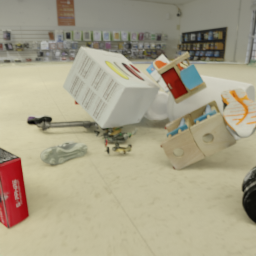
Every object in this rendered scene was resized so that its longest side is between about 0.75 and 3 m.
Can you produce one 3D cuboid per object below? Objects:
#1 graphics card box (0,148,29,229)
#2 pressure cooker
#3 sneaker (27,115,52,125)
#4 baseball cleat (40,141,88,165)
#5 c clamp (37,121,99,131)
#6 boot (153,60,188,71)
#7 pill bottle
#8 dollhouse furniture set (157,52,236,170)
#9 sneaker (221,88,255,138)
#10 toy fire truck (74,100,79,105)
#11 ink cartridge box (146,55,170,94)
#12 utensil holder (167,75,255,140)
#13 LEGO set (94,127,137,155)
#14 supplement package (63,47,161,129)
[{"bbox_3d":[-3.445,1.208,6.949,2.519,1.580,0.641,14,24,38],"label":"graphics card box"},{"bbox_3d":[3.336,1.520,6.589,1.211,1.230,1.377,-2,19,28],"label":"pressure cooker"},{"bbox_3d":[-4.307,-0.300,13.628,1.192,0.451,0.522,-1,39,-5],"label":"sneaker"},{"bbox_3d":[-2.329,0.857,9.791,1.822,0.635,0.969,-4,10,-43],"label":"baseball cleat"},{"bbox_3d":[-2.706,-0.169,12.492,2.872,0.389,2.453,-3,7,-3],"label":"c clamp"},{"bbox_3d":[1.709,-2.339,10.734,1.541,0.826,0.578,30,40,10],"label":"boot"},{"bbox_3d":[1.316,-1.020,13.689,1.304,1.304,2.281,-2,1,-6],"label":"pill bottle"},{"bbox_3d":[1.792,-0.622,9.395,2.100,2.997,2.112,-29,9,19],"label":"dollhouse furniture set"},{"bbox_3d":[3.475,-0.353,8.713,1.021,1.007,2.608,-4,28,16],"label":"sneaker"},{"bbox_3d":[-2.969,-1.745,18.069,1.099,0.268,0.775,-8,20,-24],"label":"toy fire truck"},{"bbox_3d":[1.707,-2.496,13.106,1.050,1.448,0.606,-41,-11,9],"label":"ink cartridge box"},{"bbox_3d":[3.579,-0.968,12.130,2.960,2.515,2.515,18,25,36],"label":"utensil holder"},{"bbox_3d":[-0.528,0.459,10.983,1.651,0.720,2.542,3,27,9],"label":"LEGO set"},{"bbox_3d":[-0.679,-1.707,11.843,2.734,2.010,2.614,45,30,23],"label":"supplement package"}]
